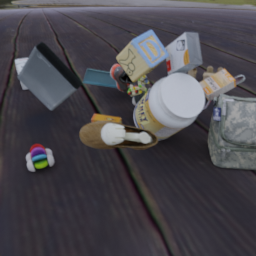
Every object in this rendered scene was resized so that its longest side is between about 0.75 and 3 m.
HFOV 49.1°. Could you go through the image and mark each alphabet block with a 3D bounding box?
[{"bbox_3d":[0.423,-2.131,8.395,0.984,0.979,1.003,-37,5,-35],"label":"alphabet block"}]

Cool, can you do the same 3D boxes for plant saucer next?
[{"bbox_3d":[-1.026,-2.285,13.008,2.152,0.752,0.204,3,38,-31],"label":"plant saucer"}]

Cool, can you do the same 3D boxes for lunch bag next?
[{"bbox_3d":[3.670,0.028,8.391,2.445,2.050,1.703,4,30,7],"label":"lunch bag"}]

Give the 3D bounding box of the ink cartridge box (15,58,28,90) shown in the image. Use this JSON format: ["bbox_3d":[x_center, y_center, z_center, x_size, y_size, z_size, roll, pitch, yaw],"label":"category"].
[{"bbox_3d":[-4.877,-2.942,14.721,1.737,0.984,2.369,-12,32,-20],"label":"ink cartridge box"}]

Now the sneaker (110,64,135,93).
[{"bbox_3d":[-0.061,-2.013,12.427,0.838,0.788,2.046,30,-2,30],"label":"sneaker"}]

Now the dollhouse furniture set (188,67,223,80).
[{"bbox_3d":[4.042,-2.890,14.440,1.771,1.176,1.552,11,31,19],"label":"dollhouse furniture set"}]

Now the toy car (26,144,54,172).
[{"bbox_3d":[-2.648,0.830,8.319,0.761,0.652,0.870,-15,31,-16],"label":"toy car"}]

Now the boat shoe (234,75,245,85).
[{"bbox_3d":[3.342,-1.450,9.005,0.808,0.298,0.259,-25,-7,20],"label":"boat shoe"}]

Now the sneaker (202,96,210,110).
[{"bbox_3d":[2.424,-0.950,10.687,1.646,0.586,0.926,-30,22,26],"label":"sneaker"}]

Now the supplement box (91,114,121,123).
[{"bbox_3d":[-0.811,-0.228,10.526,1.087,0.374,0.362,8,42,15],"label":"supplement box"}]

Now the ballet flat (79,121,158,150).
[{"bbox_3d":[-0.114,0.231,7.470,2.315,0.785,0.837,11,-11,-36],"label":"ballet flat"}]

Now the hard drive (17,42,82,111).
[{"bbox_3d":[-2.972,-1.772,10.357,2.724,1.901,0.448,-22,25,55],"label":"hard drive"}]

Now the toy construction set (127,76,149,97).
[{"bbox_3d":[0.288,-1.375,9.521,0.430,0.612,0.934,17,-21,-31],"label":"toy construction set"}]

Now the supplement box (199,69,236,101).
[{"bbox_3d":[2.753,-1.335,8.706,0.951,0.350,0.599,-30,54,4],"label":"supplement box"}]

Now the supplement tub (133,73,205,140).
[{"bbox_3d":[1.249,-0.628,8.997,1.651,1.651,2.286,-12,-13,-21],"label":"supplement tub"}]

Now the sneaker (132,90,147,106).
[{"bbox_3d":[0.770,-1.132,10.850,0.828,0.728,1.956,2,-8,25],"label":"sneaker"}]

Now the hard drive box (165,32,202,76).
[{"bbox_3d":[1.601,-2.127,8.239,0.447,0.906,1.163,-4,-6,-22],"label":"hard drive box"}]

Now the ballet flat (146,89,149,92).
[{"bbox_3d":[0.905,-1.683,13.131,1.119,0.415,0.415,10,31,18],"label":"ballet flat"}]
